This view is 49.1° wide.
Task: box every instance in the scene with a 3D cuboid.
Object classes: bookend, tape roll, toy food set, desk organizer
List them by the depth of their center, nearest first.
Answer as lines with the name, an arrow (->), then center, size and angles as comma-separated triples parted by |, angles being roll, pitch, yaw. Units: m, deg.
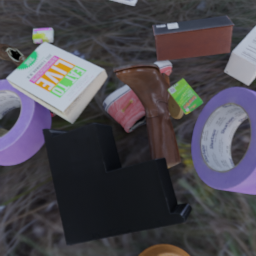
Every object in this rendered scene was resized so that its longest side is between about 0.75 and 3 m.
tape roll -> 2.420, 0.295, 6.106 | 0.935, 2.200, 2.200 | 12, 59, -21
bookend -> -0.306, 1.058, 7.049 | 2.930, 1.358, 2.948 | -18, 80, 17
tape roll -> -3.717, -0.172, 8.573 | 2.466, 1.048, 2.466 | -6, 63, 12
toy food set -> 1.567, -0.780, 9.219 | 0.284, 1.417, 0.978 | -17, 81, -25
desk organizer -> 2.139, -3.005, 9.465 | 2.507, 0.965, 0.899 | -6, 39, 5

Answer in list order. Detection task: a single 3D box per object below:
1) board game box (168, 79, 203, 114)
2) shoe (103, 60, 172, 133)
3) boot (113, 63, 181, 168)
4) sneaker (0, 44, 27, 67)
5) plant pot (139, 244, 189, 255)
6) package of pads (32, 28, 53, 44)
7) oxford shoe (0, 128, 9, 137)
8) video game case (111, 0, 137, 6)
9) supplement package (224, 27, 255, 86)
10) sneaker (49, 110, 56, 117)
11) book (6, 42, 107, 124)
board game box -> 1.434, -0.778, 7.050 | 0.505, 0.158, 1.057 | -36, 43, 10
shoe -> 0.674, -1.100, 9.677 | 2.972, 1.062, 1.352 | -37, 74, -17
boot -> 0.653, -0.160, 7.843 | 0.956, 2.774, 2.976 | -7, 85, 35
sneaker -> -4.489, -2.911, 10.791 | 1.873, 0.707, 0.660 | 31, 66, 15
plant pot -> 0.954, 3.771, 6.781 | 1.915, 1.340, 1.915 | 0, 60, 0
package of pads -> -3.494, -3.780, 11.512 | 0.814, 0.278, 0.629 | -5, 61, -3
oxford shoe -> -3.843, 0.365, 9.094 | 1.405, 0.525, 0.495 | 32, 66, 19
video game case -> -0.185, -4.758, 9.884 | 1.148, 0.134, 1.044 | 16, 55, 6
supplement package -> 4.692, -2.757, 10.468 | 1.081, 1.123, 1.974 | 37, 68, 20
sneaker -> -2.256, -1.321, 9.839 | 0.807, 0.871, 2.162 | 18, 63, 6
book -> -2.005, -1.380, 7.848 | 2.467, 0.593, 1.648 | 28, 71, 27
